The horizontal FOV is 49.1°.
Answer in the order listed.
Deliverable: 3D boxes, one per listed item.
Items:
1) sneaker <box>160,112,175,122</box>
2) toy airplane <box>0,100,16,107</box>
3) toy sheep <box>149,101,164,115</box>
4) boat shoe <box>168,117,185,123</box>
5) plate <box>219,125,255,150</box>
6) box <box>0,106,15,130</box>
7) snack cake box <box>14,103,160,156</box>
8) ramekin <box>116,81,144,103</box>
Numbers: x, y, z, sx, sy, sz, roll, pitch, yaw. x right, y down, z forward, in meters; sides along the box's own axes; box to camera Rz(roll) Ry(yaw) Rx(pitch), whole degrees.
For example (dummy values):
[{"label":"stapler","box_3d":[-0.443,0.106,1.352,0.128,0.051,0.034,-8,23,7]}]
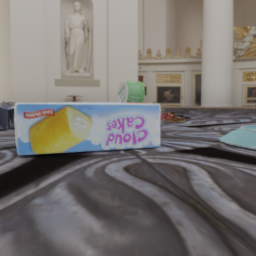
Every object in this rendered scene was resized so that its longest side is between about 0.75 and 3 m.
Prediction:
[{"label":"sneaker","box_3d":[1.825,-0.471,13.559,1.069,0.416,0.439,-9,-15,-42]},{"label":"toy airplane","box_3d":[-5.625,-0.754,11.979,1.659,1.176,1.666,11,-31,-18]},{"label":"toy sheep","box_3d":[1.272,-0.884,14.273,0.928,0.928,1.345,5,-21,41]},{"label":"boat shoe","box_3d":[2.217,-0.390,12.855,0.797,0.269,0.287,2,6,15]},{"label":"plate","box_3d":[3.664,0.190,6.518,2.928,0.374,2.928,1,6,0]},{"label":"box","box_3d":[-4.009,-0.412,10.428,1.269,0.725,1.393,-6,11,-37]},{"label":"snack cake box","box_3d":[-0.932,-0.077,6.126,2.876,0.966,1.654,-2,4,-22]},{"label":"ramekin","box_3d":[0.054,-1.831,16.864,1.027,2.103,2.103,8,2,-24]}]
